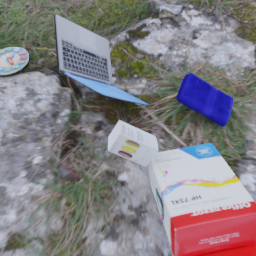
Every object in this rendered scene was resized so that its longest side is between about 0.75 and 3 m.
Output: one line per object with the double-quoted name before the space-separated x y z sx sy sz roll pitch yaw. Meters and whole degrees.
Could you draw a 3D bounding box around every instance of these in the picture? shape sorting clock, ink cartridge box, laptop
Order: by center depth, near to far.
"ink cartridge box" 1.572 1.643 6.009 1.719 0.995 2.959 -10 31 -5
"laptop" -0.669 -1.879 8.117 1.497 2.418 2.582 -9 83 31
"shape sorting clock" -4.276 -2.433 10.037 1.432 0.281 1.432 0 54 0

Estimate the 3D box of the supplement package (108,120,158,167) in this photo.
"supplement package" 0.101 0.357 6.375 0.998 0.568 0.547 24 29 -18

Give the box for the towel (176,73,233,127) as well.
"towel" 2.364 -0.908 8.484 1.696 0.420 1.252 28 51 -4
